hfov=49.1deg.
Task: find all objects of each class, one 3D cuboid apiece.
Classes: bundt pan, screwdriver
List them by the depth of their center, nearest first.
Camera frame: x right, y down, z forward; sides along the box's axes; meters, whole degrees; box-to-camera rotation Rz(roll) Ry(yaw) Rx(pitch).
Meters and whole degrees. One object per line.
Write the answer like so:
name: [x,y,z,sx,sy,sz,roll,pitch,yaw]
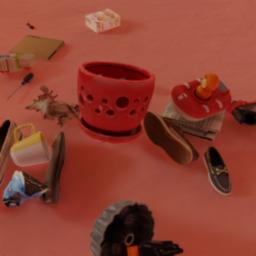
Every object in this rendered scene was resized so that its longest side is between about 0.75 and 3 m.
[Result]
bundt pan: [-0.184,2.513,6.639,1.783,1.783,0.669,-39,31,-31]
screwdriver: [-4.492,-1.699,11.584,0.273,0.262,1.880,-9,38,36]

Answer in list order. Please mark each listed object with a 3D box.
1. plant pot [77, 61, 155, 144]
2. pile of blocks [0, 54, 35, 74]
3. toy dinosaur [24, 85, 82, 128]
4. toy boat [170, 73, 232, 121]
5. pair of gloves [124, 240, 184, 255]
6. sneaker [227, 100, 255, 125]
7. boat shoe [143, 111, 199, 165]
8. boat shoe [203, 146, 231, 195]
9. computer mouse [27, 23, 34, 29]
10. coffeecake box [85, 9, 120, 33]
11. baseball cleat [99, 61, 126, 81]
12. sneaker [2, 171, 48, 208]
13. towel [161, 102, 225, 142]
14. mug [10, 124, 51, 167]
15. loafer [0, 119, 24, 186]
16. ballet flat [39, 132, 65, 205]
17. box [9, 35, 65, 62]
plant pot: [-0.491,-0.815,8.879,2.373,2.161,2.373,10,24,-4]
pile of blocks: [-5.261,-2.810,12.406,2.240,0.696,0.920,-7,34,-17]
toy dinosaur: [-2.439,-0.664,10.045,2.477,1.679,1.063,24,89,-7]
toy boat: [2.598,-1.249,9.616,2.323,1.518,1.516,-20,60,-24]
pair of gloves: [0.711,3.438,6.427,1.481,0.206,1.663,-1,53,-15]
sneaker: [4.678,-0.568,10.183,2.030,0.718,0.992,-8,53,-11]
boat shoe: [1.427,0.283,9.391,0.871,0.873,2.420,-4,37,-39]
boat shoe: [2.734,1.276,8.565,0.566,0.478,1.587,-8,47,-7]
computer mouse: [-5.399,-5.639,15.424,0.232,0.135,0.793,-30,53,-24]
coffeecake box: [-1.392,-5.878,15.351,1.542,0.563,1.184,-28,52,-24]
baseball cleat: [-0.681,-2.317,11.711,2.612,0.911,1.390,10,47,8]
sneaker: [-2.797,1.737,7.422,0.829,2.115,0.951,37,67,-18]
towel: [2.452,-0.588,10.418,2.150,0.386,2.233,19,50,17]
mug: [-3.120,0.642,8.863,1.023,0.998,1.246,-19,62,-6]
loafer: [-4.210,0.949,8.563,1.062,0.929,2.955,7,47,7]
ballet flat: [-2.288,1.148,8.518,0.582,0.845,2.509,0,52,-2]
box: [-4.450,-3.944,13.736,2.109,0.224,1.724,13,48,12]
